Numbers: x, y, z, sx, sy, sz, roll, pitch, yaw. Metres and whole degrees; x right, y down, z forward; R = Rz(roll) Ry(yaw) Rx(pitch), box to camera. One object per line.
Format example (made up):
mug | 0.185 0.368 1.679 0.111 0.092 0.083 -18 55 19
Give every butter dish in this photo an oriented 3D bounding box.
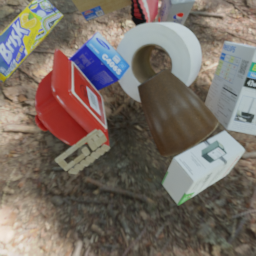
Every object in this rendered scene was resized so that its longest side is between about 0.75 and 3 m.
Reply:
butter dish | -1.860 -0.527 8.087 1.846 2.491 2.497 -29 41 14

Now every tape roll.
tape roll | 1.036 -2.173 9.307 2.537 2.537 1.742 27 28 15

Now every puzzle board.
puzzle board | -1.047 -4.827 10.343 1.971 1.485 0.171 -13 62 18

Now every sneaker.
sneaker | 0.578 -4.981 10.109 0.962 2.611 1.132 33 62 31

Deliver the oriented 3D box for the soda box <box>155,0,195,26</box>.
soda box | 1.728 -4.431 10.879 0.881 2.581 0.819 -12 80 -6

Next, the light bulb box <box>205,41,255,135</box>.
light bulb box | 3.675 -1.275 8.700 1.472 2.359 2.338 11 20 -7

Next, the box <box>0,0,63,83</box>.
box | -3.379 -2.825 8.881 0.997 0.915 2.846 41 70 -22

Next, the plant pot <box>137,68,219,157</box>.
plant pot | 1.191 -0.565 7.921 1.901 1.901 2.034 -36 99 -19

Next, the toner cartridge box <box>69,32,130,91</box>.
toner cartridge box | -1.262 -1.897 9.145 1.389 2.923 0.631 44 66 -20

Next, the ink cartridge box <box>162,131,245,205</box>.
ink cartridge box | 1.973 1.061 7.463 1.883 1.374 0.791 -23 58 -26

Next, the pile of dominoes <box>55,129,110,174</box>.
pile of dominoes | -1.117 0.586 6.983 1.299 1.013 0.207 -37 55 -11
